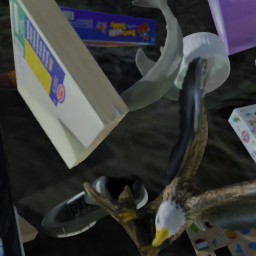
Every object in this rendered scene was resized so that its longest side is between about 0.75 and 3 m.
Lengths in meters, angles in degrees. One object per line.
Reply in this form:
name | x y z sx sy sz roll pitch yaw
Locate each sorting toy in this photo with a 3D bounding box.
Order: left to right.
sorting toy | -3.121 1.829 5.193 1.995 1.983 0.694 27 90 22

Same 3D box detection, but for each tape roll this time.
tape roll | 2.335 -3.155 6.388 0.915 2.788 2.788 -17 49 19

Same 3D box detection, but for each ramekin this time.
ramekin | 1.170 -1.006 4.634 1.015 1.015 0.495 -6 54 -5

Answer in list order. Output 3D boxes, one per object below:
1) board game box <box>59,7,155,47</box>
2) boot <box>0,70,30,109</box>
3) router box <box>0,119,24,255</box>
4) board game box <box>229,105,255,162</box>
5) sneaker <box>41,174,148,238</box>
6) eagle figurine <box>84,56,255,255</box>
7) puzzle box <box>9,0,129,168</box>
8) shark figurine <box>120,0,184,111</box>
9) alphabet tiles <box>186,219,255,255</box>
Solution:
board game box | -0.731 -1.946 5.650 2.199 0.492 1.478 -12 18 -40
boot | -3.340 -1.873 8.608 2.524 0.918 2.681 2 51 2
router box | -2.202 0.784 2.499 2.214 0.758 2.968 -8 42 -25
board game box | 3.645 0.162 7.233 1.275 0.555 1.728 -12 54 -11
sneaker | -0.692 1.508 5.842 2.359 1.067 0.784 -17 53 -13
eagle figurine | 0.787 0.730 3.327 1.885 2.484 1.875 30 27 -18
puzzle box | -0.977 -0.419 3.889 0.334 2.631 1.750 -32 86 -25
shark figurine | 0.553 -1.095 3.878 1.136 0.793 1.901 11 88 -11
alphabet tiles | 2.319 2.210 5.930 2.034 0.077 1.700 -14 53 -11
